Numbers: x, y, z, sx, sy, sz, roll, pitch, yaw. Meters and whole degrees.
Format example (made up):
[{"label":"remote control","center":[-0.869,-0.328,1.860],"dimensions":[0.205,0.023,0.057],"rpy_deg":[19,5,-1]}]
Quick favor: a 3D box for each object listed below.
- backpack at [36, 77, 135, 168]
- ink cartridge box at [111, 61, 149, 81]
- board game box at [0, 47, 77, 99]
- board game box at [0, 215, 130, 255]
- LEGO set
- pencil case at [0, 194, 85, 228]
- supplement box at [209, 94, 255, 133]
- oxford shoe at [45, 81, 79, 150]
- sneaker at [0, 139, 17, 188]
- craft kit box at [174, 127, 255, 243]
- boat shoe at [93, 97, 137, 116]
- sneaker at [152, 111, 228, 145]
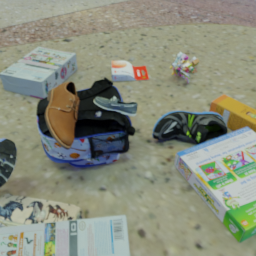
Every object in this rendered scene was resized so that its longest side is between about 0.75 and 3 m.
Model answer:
[{"label":"backpack","center":[-1.425,-0.074,8.719],"dimensions":[2.668,2.158,2.801],"rpy_deg":[-4,38,-15]},{"label":"ink cartridge box","center":[0.060,-2.757,13.381],"dimensions":[1.737,0.435,1.409],"rpy_deg":[-5,40,-2]},{"label":"board game box","center":[-3.957,-2.597,12.788],"dimensions":[2.142,0.933,2.903],"rpy_deg":[14,43,16]},{"label":"board game box","center":[-1.377,2.988,5.413],"dimensions":[2.894,0.930,2.135],"rpy_deg":[-3,61,-5]},{"label":"LEGO set","center":[2.773,-2.668,12.919],"dimensions":[0.946,1.169,2.542],"rpy_deg":[42,24,20]},{"label":"pencil case","center":[-2.146,2.253,6.859],"dimensions":[2.250,0.875,1.006],"rpy_deg":[8,29,9]},{"label":"supplement box","center":[4.143,-0.276,10.042],"dimensions":[0.814,0.842,2.447],"rpy_deg":[-28,45,-29]},{"label":"oxford shoe","center":[-1.533,-0.421,6.879],"dimensions":[0.756,0.756,2.121],"rpy_deg":[-31,48,18]},{"label":"sneaker","center":[-3.836,1.131,7.090],"dimensions":[2.847,1.118,1.269],"rpy_deg":[-40,32,18]},{"label":"craft kit box","center":[3.378,1.384,8.142],"dimensions":[2.947,0.715,2.911],"rpy_deg":[-17,40,-20]},{"label":"boat shoe","center":[-0.330,-0.685,7.712],"dimensions":[1.241,0.383,0.452],"rpy_deg":[18,28,2]},{"label":"sneaker","center":[2.140,0.017,9.550],"dimensions":[2.677,0.949,1.109],"rpy_deg":[-4,33,-9]}]
